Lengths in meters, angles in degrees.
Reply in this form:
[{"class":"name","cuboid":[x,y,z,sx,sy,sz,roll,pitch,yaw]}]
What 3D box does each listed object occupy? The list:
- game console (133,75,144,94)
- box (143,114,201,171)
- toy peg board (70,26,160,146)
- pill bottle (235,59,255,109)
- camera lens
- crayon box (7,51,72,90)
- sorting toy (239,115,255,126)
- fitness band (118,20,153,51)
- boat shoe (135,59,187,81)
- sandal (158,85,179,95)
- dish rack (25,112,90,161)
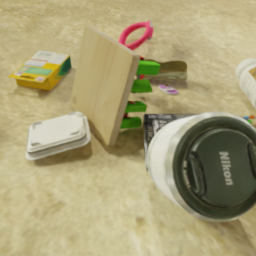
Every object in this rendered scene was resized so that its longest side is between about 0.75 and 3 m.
[{"class":"game console","cuboid":[0.389,-1.637,9.998,0.145,0.829,0.937,14,-2,-8]},{"class":"box","cuboid":[1.654,0.353,8.185,2.391,0.595,1.886,-1,40,-1]},{"class":"toy peg board","cuboid":[-0.449,-1.351,8.805,1.357,2.775,2.763,-4,33,-37]},{"class":"pill bottle","cuboid":[4.702,-1.600,10.039,1.201,1.201,2.101,-3,40,-3]},{"class":"camera lens","cuboid":[1.496,0.733,5.894,1.967,1.967,2.459,-6,-2,-7]},{"class":"crayon box","cuboid":[-3.479,-2.269,11.300,1.496,0.614,2.379,10,41,12]},{"class":"sorting toy","cuboid":[4.042,-0.199,9.112,0.561,0.101,0.753,-5,37,-6]},{"class":"fitness band","cuboid":[0.362,-4.431,13.498,1.700,0.443,2.367,-15,41,25]},{"class":"boat shoe","cuboid":[1.183,-2.239,11.301,2.391,0.752,0.872,1,54,15]},{"class":"sandal","cuboid":[1.524,-1.484,10.675,0.875,0.215,0.356,23,45,25]},{"class":"dish rack","cuboid":[-2.134,0.119,8.308,1.902,0.414,1.632,-15,35,-5]}]
